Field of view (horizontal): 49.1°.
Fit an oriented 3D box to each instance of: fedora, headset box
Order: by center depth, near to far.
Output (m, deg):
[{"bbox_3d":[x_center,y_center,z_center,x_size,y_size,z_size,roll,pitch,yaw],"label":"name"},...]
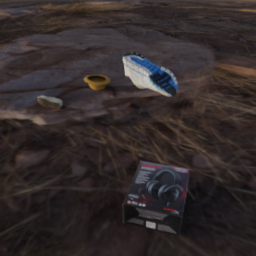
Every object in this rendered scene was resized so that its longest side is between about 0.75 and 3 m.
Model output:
[{"bbox_3d":[0.794,1.676,7.264,1.399,0.726,1.880,9,34,15],"label":"headset box"},{"bbox_3d":[-1.526,-2.202,13.793,1.294,0.528,1.294,3,32,-2],"label":"fedora"}]

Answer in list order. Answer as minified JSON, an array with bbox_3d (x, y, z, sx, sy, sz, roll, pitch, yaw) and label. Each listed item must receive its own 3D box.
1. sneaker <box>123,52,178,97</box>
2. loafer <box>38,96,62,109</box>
[{"bbox_3d":[0.734,-1.672,9.715,0.875,1.012,2.334,-32,59,-29],"label":"sneaker"},{"bbox_3d":[-3.370,-1.127,12.172,1.151,0.436,0.393,18,33,10],"label":"loafer"}]
